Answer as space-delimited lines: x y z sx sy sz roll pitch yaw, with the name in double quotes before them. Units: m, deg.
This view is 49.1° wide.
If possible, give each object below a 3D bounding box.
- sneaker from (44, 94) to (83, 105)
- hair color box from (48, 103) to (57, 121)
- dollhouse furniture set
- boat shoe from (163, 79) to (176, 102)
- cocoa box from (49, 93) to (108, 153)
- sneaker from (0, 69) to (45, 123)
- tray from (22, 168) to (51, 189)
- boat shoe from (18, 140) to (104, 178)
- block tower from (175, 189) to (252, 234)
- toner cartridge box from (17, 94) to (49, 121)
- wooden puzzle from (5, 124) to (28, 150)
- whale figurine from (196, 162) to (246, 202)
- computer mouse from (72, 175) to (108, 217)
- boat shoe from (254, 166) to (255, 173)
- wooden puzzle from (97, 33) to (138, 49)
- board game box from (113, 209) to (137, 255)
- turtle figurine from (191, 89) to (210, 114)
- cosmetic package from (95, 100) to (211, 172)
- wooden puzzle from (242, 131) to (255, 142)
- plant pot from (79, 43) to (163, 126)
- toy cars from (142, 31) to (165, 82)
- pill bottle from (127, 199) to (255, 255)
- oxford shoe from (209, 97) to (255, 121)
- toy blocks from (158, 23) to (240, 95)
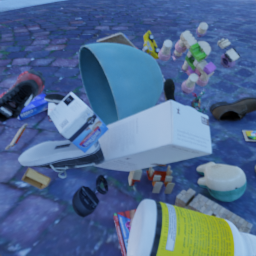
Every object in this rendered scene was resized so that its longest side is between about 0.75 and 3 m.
"sneaker" -2.321 -0.722 10.096 1.407 0.849 0.588 10 30 4
"hair color box" -3.394 -0.770 13.063 0.620 0.357 1.118 -6 34 -10
"dollhouse furniture set" 0.768 1.612 9.524 1.403 0.730 1.418 6 34 -12
"boat shoe" 1.513 -1.219 10.366 0.441 1.167 0.431 -2 -8 1
"cocoa box" -1.115 -0.138 6.208 0.775 0.762 1.162 -45 36 -4
"sneaker" -2.507 -0.659 6.350 1.694 0.599 0.828 -30 32 31
"tray" -1.601 0.888 4.839 0.403 0.817 0.151 30 66 -14
"boat shoe" -1.657 0.764 6.986 2.248 0.768 0.830 -13 28 14
"block tower" 2.420 2.567 8.029 2.194 0.634 0.593 28 44 33
"toner cartridge box" -4.563 -1.011 13.368 1.821 0.393 0.865 -30 46 -35
"wooden puzzle" -3.589 0.310 9.063 0.832 0.168 0.900 -22 35 55
"whale figurine" 2.991 1.732 9.161 1.502 0.979 1.887 -17 14 -12
"computer mouse" -0.828 1.478 6.248 0.550 0.319 1.875 51 12 3
"boat shoe" 5.691 0.982 9.838 2.673 0.987 1.011 -16 27 -19
"wooden puzzle" -0.329 -3.601 12.348 1.516 1.637 0.379 1 68 45
"board game box" 0.439 3.193 7.462 1.241 0.234 2.411 -7 35 -12
"turtle figurine" 2.584 -0.830 10.183 0.590 0.877 1.171 -4 45 30
"cosmetic package" 0.448 0.348 6.868 1.411 1.027 2.775 15 -23 -39
"wooden puzzle" 5.197 0.322 11.673 0.704 0.142 0.761 2 35 4
"plant pot" -0.077 -1.342 8.754 1.958 2.907 2.907 -21 40 -19
"toy cars" 1.048 -3.005 12.456 0.567 2.562 1.149 -27 47 -8
"pill bottle" 1.539 2.797 6.517 2.896 1.628 1.628 15 35 -4
"oxford shoe" 5.046 -0.728 12.650 2.467 0.896 1.041 -13 42 -2
"toy blocks" 2.267 -2.252 9.631 1.971 1.659 1.842 -31 77 -10
